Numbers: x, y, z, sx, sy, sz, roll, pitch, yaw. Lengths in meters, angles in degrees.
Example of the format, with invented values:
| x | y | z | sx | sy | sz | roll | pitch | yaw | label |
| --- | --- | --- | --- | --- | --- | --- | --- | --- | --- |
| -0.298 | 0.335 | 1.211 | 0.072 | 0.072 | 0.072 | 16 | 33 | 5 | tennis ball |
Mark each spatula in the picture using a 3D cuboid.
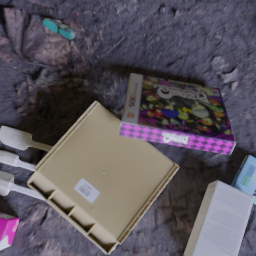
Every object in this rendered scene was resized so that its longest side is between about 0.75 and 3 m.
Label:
| x | y | z | sx | sy | sz | roll | pitch | yaw | label |
| --- | --- | --- | --- | --- | --- | --- | --- | --- | --- |
| -2.897 | 1.259 | 8.560 | 2.879 | 0.231 | 2.002 | 17 | 74 | 2 | spatula |

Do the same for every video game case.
| x | y | z | sx | sy | sz | roll | pitch | yaw | label |
| --- | --- | --- | --- | --- | --- | --- | --- | --- | --- |
| 1.323 | -0.522 | 7.939 | 2.907 | 0.521 | 2.635 | 10 | 39 | 0 | video game case |

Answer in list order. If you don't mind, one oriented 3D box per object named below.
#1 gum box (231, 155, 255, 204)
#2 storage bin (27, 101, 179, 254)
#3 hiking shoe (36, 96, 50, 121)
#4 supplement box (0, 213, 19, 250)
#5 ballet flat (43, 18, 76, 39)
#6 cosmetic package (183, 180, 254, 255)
| x | y | z | sx | sy | sz | roll | pitch | yaw | label |
| --- | --- | --- | --- | --- | --- | --- | --- | --- | --- |
| 3.944 | 1.673 | 8.383 | 1.381 | 0.308 | 1.174 | 30 | 79 | 6 | gum box |
| -0.651 | 1.321 | 7.847 | 2.954 | 1.384 | 2.933 | 39 | 78 | 7 | storage bin |
| -2.653 | -0.630 | 8.943 | 0.394 | 0.296 | 0.783 | 12 | 87 | -6 | hiking shoe |
| -4.076 | 2.757 | 7.869 | 1.626 | 0.840 | 0.823 | 15 | 77 | 5 | supplement box |
| -2.302 | -3.411 | 9.530 | 1.211 | 0.450 | 0.450 | 32 | 79 | 5 | ballet flat |
| 2.507 | 2.737 | 7.757 | 1.133 | 0.796 | 2.233 | 25 | 71 | 5 | cosmetic package |
